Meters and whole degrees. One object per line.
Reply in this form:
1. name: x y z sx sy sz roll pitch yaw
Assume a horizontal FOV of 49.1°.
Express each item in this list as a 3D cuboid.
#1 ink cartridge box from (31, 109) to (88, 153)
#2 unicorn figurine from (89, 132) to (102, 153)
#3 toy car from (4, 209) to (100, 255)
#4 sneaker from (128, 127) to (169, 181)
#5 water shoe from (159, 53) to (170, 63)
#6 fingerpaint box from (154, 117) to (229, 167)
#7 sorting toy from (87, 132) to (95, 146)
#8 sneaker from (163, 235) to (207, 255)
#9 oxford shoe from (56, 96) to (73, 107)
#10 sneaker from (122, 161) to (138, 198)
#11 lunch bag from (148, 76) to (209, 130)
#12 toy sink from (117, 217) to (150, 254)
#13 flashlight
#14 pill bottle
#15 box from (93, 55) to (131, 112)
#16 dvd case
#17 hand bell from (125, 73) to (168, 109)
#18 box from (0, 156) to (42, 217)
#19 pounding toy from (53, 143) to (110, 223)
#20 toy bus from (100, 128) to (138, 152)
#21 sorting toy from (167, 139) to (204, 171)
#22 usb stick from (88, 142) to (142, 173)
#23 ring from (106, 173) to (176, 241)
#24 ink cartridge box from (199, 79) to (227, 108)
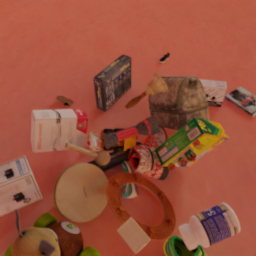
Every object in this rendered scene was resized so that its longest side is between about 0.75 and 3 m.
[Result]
1. ink cartridge box: -2.623 0.077 10.580 1.976 1.435 0.824 -3 32 -27
2. unicorn figurine: -1.206 0.625 10.185 0.419 0.779 1.134 -37 56 5
3. toy car: -2.260 3.171 7.609 2.245 2.733 2.156 28 53 24
4. sneaker: 0.769 0.740 10.915 1.396 0.870 2.605 17 45 -19
5. water shoe: 2.074 -4.052 16.121 0.316 0.348 0.883 31 54 26
6. fingerpaint box: 2.240 0.573 9.972 1.682 2.016 0.740 9 48 -44
7. sorting toy: -1.457 0.435 11.483 0.312 0.899 0.310 40 56 14
8. sneaker: 2.013 3.976 8.084 2.262 0.945 0.838 29 52 24
9. oxford shoe: -3.116 -1.285 13.520 0.929 0.327 0.348 17 54 17
10. sneaker: -0.079 1.883 10.352 0.622 0.605 1.562 -17 45 4
11. lunch bag: 1.904 -1.086 11.186 1.669 2.009 2.395 -13 14 -26
12. toy sink: 0.185 2.826 7.255 0.518 0.445 0.794 -42 52 -11
13. flashlight: 0.085 0.201 10.040 2.033 0.688 0.691 -19 56 -6
14. pill bottle: 2.269 2.831 7.948 1.520 0.910 0.910 -22 50 -6
15. box: -0.673 -2.137 13.292 0.589 1.819 2.307 26 52 22
16. dvd case: 5.749 -1.312 13.634 1.247 0.188 1.708 -27 53 -24
17. hand bell: 0.551 -1.186 10.000 1.582 0.824 0.824 -36 54 -5
18. box: -4.529 2.216 9.251 2.896 1.689 0.871 -22 51 -19
19. pounding toy: -1.725 1.915 9.792 1.935 1.163 2.507 15 77 -30
20. toy bus: -0.282 0.464 11.203 1.341 0.910 1.287 -1 0 40
21. sorting toy: 1.785 0.901 8.299 1.294 0.624 0.219 -42 48 1
22. usb stick: -0.606 1.268 11.104 2.777 0.453 0.770 -22 30 -20
23. ring: 0.486 2.416 9.126 2.617 0.251 2.617 26 28 -16
24. ink cartridge box: 3.258 -1.696 13.314 2.502 1.176 0.553 7 46 7
